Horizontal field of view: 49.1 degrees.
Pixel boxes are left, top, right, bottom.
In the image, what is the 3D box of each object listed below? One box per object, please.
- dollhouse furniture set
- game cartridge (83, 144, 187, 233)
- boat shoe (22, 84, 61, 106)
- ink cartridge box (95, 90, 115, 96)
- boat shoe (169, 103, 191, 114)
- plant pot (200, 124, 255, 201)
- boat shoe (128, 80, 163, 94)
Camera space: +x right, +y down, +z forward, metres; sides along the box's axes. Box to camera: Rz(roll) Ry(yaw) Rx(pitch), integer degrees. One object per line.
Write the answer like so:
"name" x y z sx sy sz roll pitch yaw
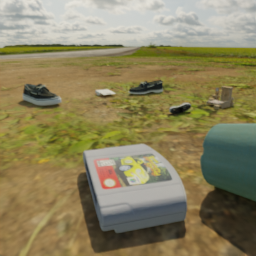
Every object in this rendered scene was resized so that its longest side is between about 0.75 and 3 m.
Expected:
"dollhouse furniture set" 4.434 -1.579 14.075 1.710 0.835 1.458 -13 22 -35
"game cartridge" 0.078 1.113 6.199 1.865 0.573 2.801 -2 20 -16
"boat shoe" -4.567 -1.769 14.400 2.766 0.981 0.997 12 22 32
"ink cartridge box" -1.333 -2.003 16.430 0.833 0.258 1.028 -11 28 -32
"boat shoe" 2.386 -0.823 12.566 1.133 0.389 0.321 -14 28 -20
"plant pot" 2.674 0.691 5.785 1.926 1.926 1.886 -16 16 -41
"boat shoe" 1.079 -2.502 17.052 2.424 0.731 0.916 -13 22 -34
